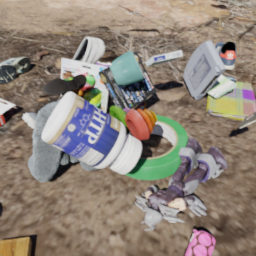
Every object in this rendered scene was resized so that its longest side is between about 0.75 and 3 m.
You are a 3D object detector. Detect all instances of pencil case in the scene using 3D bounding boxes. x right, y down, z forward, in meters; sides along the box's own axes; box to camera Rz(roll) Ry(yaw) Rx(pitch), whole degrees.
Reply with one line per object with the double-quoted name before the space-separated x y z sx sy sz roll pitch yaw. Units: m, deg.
"pencil case" 1.548 2.972 6.416 0.566 0.548 1.208 41 47 -1

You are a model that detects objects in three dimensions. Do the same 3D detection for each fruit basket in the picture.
"fruit basket" -1.641 -1.385 10.284 1.865 2.013 0.944 13 33 7

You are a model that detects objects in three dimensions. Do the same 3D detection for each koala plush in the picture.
"koala plush" -2.150 -0.010 8.848 2.239 2.320 2.525 -9 24 -21

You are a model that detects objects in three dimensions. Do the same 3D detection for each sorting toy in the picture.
"sorting toy" 0.246 -0.176 7.988 0.782 1.145 1.906 -29 24 -18

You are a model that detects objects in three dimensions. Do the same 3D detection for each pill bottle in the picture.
"pill bottle" -0.831 0.228 6.946 2.233 1.337 1.337 31 35 -22

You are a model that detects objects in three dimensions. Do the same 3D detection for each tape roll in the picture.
"tape roll" 0.656 0.548 9.065 2.510 0.603 2.510 -3 39 2

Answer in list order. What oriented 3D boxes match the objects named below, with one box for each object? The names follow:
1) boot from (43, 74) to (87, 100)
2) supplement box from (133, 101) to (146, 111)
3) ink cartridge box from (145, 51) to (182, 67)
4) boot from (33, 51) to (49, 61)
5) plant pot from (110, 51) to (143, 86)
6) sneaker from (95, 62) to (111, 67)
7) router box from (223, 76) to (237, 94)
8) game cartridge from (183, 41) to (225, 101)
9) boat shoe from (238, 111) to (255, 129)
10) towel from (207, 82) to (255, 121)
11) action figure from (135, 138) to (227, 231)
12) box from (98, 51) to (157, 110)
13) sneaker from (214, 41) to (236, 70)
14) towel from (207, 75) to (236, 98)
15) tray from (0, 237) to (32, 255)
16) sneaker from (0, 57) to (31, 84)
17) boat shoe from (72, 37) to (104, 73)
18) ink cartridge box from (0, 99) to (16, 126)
"boot" -2.179 -1.102 9.203 1.479 1.571 0.538 -32 84 -33
"supplement box" 0.308 -0.773 10.884 0.752 0.415 0.322 -31 49 -31
"ink cartridge box" 1.179 -2.355 9.679 1.069 0.218 1.072 -15 6 -12
"boot" -4.492 -3.700 14.444 0.706 0.243 0.757 -9 36 9
"plant pot" -0.100 -1.843 9.046 0.828 1.032 1.032 -25 43 -1
"sneaker" -1.293 -2.736 13.093 1.442 0.581 0.602 0 46 -1
"router box" 4.161 -1.830 11.808 0.638 0.265 0.852 19 43 20
"game cartridge" 2.860 -2.228 10.869 0.450 2.200 1.464 -16 70 -19
"boat shoe" 3.460 -0.320 7.694 0.361 1.080 0.308 -13 74 -37
"towel" 4.202 -1.187 11.475 1.858 0.295 2.587 9 41 11
"action figure" 1.347 1.541 7.173 1.860 0.992 2.858 13 47 48
"box" 0.020 -1.602 9.934 1.693 1.706 0.424 -39 19 -31
"sneaker" 4.959 -3.967 14.116 0.960 1.082 2.561 2 40 2
"towel" 3.537 -1.840 11.477 1.075 0.221 1.441 -29 45 -8
"tray" -2.677 3.320 6.164 0.842 0.316 1.707 -5 40 -6
"sneaker" -5.593 -2.668 12.957 0.940 0.846 2.179 12 33 31
"boat shoe" -1.882 -2.307 10.606 0.881 2.571 0.926 6 48 -48
"ink cartridge box" -5.188 -0.335 10.321 1.061 0.490 1.947 21 44 23
